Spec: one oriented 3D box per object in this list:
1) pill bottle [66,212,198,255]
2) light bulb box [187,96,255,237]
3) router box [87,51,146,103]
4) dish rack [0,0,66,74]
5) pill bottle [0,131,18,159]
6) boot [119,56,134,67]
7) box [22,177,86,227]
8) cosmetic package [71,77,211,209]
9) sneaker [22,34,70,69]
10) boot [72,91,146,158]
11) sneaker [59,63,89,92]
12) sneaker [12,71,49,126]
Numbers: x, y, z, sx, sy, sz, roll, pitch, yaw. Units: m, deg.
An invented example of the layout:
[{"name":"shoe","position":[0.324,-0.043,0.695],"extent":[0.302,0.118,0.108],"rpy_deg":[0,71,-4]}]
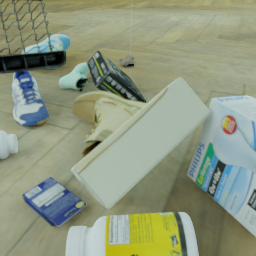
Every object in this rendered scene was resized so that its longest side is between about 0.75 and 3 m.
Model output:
[{"name":"pill bottle","position":[0.052,2.039,4.666],"extent":[2.015,1.133,1.133],"rpy_deg":[-4,33,0]},{"name":"light bulb box","position":[2.586,0.650,5.840],"extent":[1.298,2.062,2.080],"rpy_deg":[-7,31,-31]},{"name":"router box","position":[-0.476,-1.639,9.895],"extent":[0.711,1.715,2.288],"rpy_deg":[-45,32,13]},{"name":"dish rack","position":[-3.114,-2.925,7.595],"extent":[2.241,2.921,0.797],"rpy_deg":[-14,5,-31]},{"name":"pill bottle","position":[-3.691,0.482,7.434],"extent":[1.347,0.757,0.757],"rpy_deg":[-6,33,-10]},{"name":"boot","position":[0.071,-3.208,13.651],"extent":[0.969,0.340,0.709],"rpy_deg":[-21,45,-28]},{"name":"box","position":[-1.612,1.629,6.142],"extent":[1.315,0.213,0.797],"rpy_deg":[24,40,35]},{"name":"cosmetic package","position":[0.211,0.315,5.974],"extent":[2.837,1.469,1.037],"rpy_deg":[-42,92,-17]},{"name":"sneaker","position":[-3.488,-3.672,13.639],"extent":[1.850,1.127,2.833],"rpy_deg":[21,48,33]},{"name":"boot","position":[-0.800,-0.006,7.995],"extent":[2.951,1.074,2.293],"rpy_deg":[15,39,22]},{"name":"sneaker","position":[-1.873,-2.078,11.514],"extent":[1.039,0.648,1.761],"rpy_deg":[14,45,30]},{"name":"sneaker","position":[-3.486,-1.109,9.480],"extent":[1.064,1.246,2.826],"rpy_deg":[-15,37,-25]}]
